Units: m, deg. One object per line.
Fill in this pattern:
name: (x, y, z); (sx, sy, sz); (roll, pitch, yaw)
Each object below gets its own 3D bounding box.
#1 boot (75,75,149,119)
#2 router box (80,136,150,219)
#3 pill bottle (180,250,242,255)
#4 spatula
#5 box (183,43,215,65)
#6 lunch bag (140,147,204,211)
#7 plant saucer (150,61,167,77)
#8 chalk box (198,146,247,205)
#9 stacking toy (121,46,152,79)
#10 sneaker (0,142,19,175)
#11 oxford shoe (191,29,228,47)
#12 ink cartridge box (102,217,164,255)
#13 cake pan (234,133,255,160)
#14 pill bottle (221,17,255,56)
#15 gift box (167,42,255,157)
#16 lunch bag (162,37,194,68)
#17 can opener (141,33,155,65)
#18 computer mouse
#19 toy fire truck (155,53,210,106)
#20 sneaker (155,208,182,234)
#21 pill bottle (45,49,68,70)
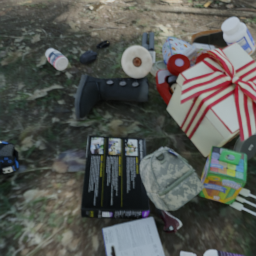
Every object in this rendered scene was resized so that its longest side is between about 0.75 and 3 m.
boot: (-0.582, -1.242, 11.372); (2.880, 0.945, 2.373); (5, 51, -1)
router box: (-0.400, 1.506, 8.985); (2.001, 0.685, 2.683); (3, 50, -4)
pill bottle: (2.477, 3.724, 6.583); (2.573, 1.433, 1.433); (6, 49, 14)
spatula: (3.718, 2.281, 8.499); (1.027, 0.083, 0.714); (19, 60, 43)
box: (2.880, -3.090, 11.829); (1.366, 1.065, 0.281); (-7, 69, -39)
lunch bag: (1.012, 1.322, 7.638); (1.224, 1.757, 1.473); (-35, 86, -13)
plant saucer: (1.621, -2.807, 13.044); (1.251, 0.314, 1.251); (0, 49, 0)
chalk box: (2.904, 1.344, 8.484); (1.080, 1.736, 1.075); (14, 48, 12)
stacking toy: (0.164, -2.795, 12.355); (1.330, 1.330, 1.821); (-17, 9, -14)
sneaker: (-4.424, 1.480, 8.853); (1.589, 1.038, 2.840); (3, 48, 4)
oxford shoe: (4.536, -4.711, 14.317); (2.643, 0.943, 0.942); (-4, 43, -2)
ink cartridge box: (0.158, 3.363, 7.712); (1.537, 0.333, 1.509); (-11, 50, -7)
cake pan: (4.004, 0.615, 9.363); (1.112, 1.112, 0.204); (-24, 33, -19)
pill bottle: (3.871, -3.186, 9.898); (0.798, 1.424, 0.798); (-26, 46, 30)
gift box: (3.006, -0.738, 9.212); (2.963, 2.766, 2.734); (-36, 73, -19)
lunch bag: (2.414, -3.333, 13.049); (1.565, 0.738, 1.954); (17, 48, -18)
can opener: (0.989, -3.980, 13.747); (0.713, 0.900, 2.708); (4, 45, 3)
computer mouse: (-1.631, -3.840, 13.892); (0.654, 0.380, 2.231); (23, 53, 20)
toy fire truck: (2.563, -1.639, 11.397); (2.768, 1.552, 2.324); (-3, 68, -2)
sneaker: (1.081, 2.751, 8.235); (0.907, 0.343, 0.524); (30, 58, 22)
pill bottle: (-3.398, -3.254, 13.194); (0.671, 0.671, 1.121); (-32, 55, -25)
